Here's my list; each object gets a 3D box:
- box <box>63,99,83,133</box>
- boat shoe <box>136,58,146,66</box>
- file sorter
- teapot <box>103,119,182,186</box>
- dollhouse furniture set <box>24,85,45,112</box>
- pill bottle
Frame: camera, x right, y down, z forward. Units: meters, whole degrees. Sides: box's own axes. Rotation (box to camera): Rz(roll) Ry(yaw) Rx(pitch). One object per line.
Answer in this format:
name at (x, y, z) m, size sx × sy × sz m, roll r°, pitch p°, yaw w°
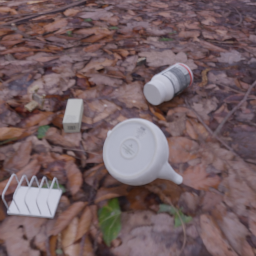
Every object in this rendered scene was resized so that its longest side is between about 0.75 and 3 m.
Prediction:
box at (-2.425, -0.563, 12.485) m, size 0.702 × 0.584 × 1.708 m, roll 0°, pitch 40°, yaw 0°
boat shoe at (0.728, -3.944, 16.604) m, size 0.332 × 0.350 × 0.924 m, roll 24°, pitch 37°, yaw 30°
file sorter at (-3.085, 2.165, 9.078) m, size 1.508 × 0.939 × 1.046 m, roll 4°, pitch 42°, yaw 4°
teapot at (0.384, 0.894, 9.623) m, size 2.350 × 1.739 × 2.381 m, roll -17°, pitch 66°, yaw 22°
dollhouse furniture set at (-4.255, -1.271, 12.858) m, size 0.648 × 1.250 × 0.553 m, roll 36°, pitch 47°, yaw 3°
pill bottle at (1.952, -2.125, 13.695) m, size 2.371 × 1.373 × 1.373 m, roll -34°, pitch 51°, yaw -31°
